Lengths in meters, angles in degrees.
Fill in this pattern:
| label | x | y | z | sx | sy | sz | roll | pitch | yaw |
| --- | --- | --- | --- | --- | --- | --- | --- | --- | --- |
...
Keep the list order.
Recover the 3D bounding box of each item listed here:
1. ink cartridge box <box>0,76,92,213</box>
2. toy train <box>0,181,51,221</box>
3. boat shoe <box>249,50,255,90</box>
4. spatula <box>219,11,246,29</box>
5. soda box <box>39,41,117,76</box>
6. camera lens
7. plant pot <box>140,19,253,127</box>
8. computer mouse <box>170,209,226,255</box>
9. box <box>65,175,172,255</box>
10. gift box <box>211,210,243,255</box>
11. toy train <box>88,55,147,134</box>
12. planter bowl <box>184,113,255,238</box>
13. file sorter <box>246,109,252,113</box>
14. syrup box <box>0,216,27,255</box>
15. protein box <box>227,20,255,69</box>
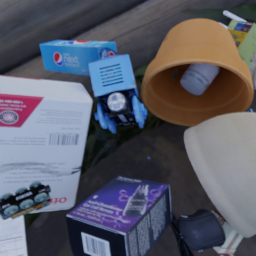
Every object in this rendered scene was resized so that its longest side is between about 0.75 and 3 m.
| label | x | y | z | sx | sy | sz | roll | pitch | yaw |
| --- | --- | --- | --- | --- | --- | --- | --- | --- | --- |
| ink cartridge box | -2.205 | 0.447 | 6.531 | 2.146 | 2.955 | 1.232 | 2 | 27 | -24 |
| toy train | -1.868 | 1.349 | 5.073 | 0.987 | 0.563 | 0.421 | -20 | 53 | -28 |
| boat shoe | 3.530 | -1.829 | 7.485 | 0.514 | 0.597 | 1.658 | 15 | 91 | 39 |
| spatula | 4.966 | -3.822 | 11.928 | 2.979 | 0.239 | 2.071 | 35 | 74 | 17 |
| soda box | -1.410 | -1.991 | 7.874 | 2.308 | 0.783 | 0.740 | 13 | 32 | 33 |
| camera lens | 1.995 | -1.480 | 7.787 | 0.754 | 0.754 | 0.943 | 35 | 83 | 16 |
| plant pot | 1.861 | -1.570 | 7.674 | 2.818 | 2.818 | 1.972 | 9 | 62 | 4 |
| computer mouse | 1.405 | 2.533 | 5.949 | 0.487 | 2.115 | 1.485 | -17 | 77 | -21 |
| box | -0.098 | 1.910 | 5.890 | 1.414 | 0.997 | 1.911 | 4 | 19 | 30 |
| gift box | 2.084 | 2.339 | 6.125 | 0.729 | 0.781 | 0.720 | -60 | 34 | 7 |
| toy train | -0.197 | -0.761 | 7.268 | 1.201 | 2.770 | 1.582 | -11 | 84 | 5 |
| planter bowl | 2.828 | 0.740 | 6.333 | 1.874 | 2.784 | 2.784 | -35 | 63 | 23 |
| file sorter | 4.396 | 0.090 | 9.450 | 1.759 | 1.079 | 1.220 | 7 | 64 | 3 |
| syrup box | -2.393 | 2.411 | 5.569 | 0.697 | 0.674 | 1.711 | -4 | 57 | -25 |
| protein box | 3.670 | -2.540 | 9.084 | 0.875 | 1.287 | 1.297 | 41 | 105 | 51 |
